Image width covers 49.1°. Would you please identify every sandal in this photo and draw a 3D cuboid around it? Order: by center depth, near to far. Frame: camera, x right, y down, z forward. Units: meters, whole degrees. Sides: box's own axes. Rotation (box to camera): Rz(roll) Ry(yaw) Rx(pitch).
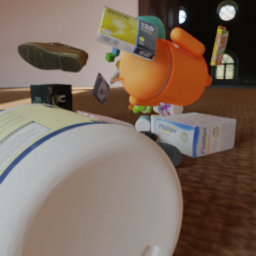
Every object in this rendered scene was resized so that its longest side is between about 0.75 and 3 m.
[{"bbox_3d":[-0.332,-2.002,9.968,0.273,0.451,1.109,39,70,21],"label":"sandal"}]

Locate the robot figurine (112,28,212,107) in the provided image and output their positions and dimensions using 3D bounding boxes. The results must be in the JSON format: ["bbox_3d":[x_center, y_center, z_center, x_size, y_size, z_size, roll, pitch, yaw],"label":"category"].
[{"bbox_3d":[1.000,-1.531,7.712,2.906,1.694,2.090,5,-8,-36],"label":"robot figurine"}]

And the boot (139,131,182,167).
[{"bbox_3d":[0.712,0.603,8.675,1.821,0.725,2.209,4,8,9],"label":"boot"}]

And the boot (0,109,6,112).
[{"bbox_3d":[-5.500,-0.274,12.581,2.202,0.815,1.804,4,14,8],"label":"boot"}]

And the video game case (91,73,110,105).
[{"bbox_3d":[-1.214,-1.731,12.661,0.133,0.999,1.399,12,-12,18],"label":"video game case"}]

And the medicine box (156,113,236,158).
[{"bbox_3d":[2.298,0.161,9.686,2.034,1.047,1.852,-9,15,-32],"label":"medicine box"}]

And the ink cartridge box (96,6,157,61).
[{"bbox_3d":[0.022,-2.273,6.428,1.332,1.347,0.317,15,-33,-14],"label":"ink cartridge box"}]

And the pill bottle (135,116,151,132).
[{"bbox_3d":[0.695,-0.155,12.204,0.653,0.653,1.179,2,12,9],"label":"pill bottle"}]

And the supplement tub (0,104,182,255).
[{"bbox_3d":[-1.011,0.817,3.740,2.151,2.151,2.966,-8,15,-35],"label":"supplement tub"}]

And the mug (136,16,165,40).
[{"bbox_3d":[0.522,-3.255,10.395,1.028,1.663,1.366,-16,32,-38],"label":"mug"}]

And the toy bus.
[{"bbox_3d":[0.429,-3.346,12.751,2.540,1.391,2.692,-4,41,-20],"label":"toy bus"}]

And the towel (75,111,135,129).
[{"bbox_3d":[-1.148,-0.297,12.907,1.957,0.400,2.675,10,5,-34],"label":"towel"}]

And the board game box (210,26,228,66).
[{"bbox_3d":[3.663,-3.248,11.185,0.225,1.500,0.716,18,20,37],"label":"board game box"}]

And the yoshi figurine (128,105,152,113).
[{"bbox_3d":[0.695,-1.405,17.655,1.075,1.079,1.920,-23,23,-23],"label":"yoshi figurine"}]

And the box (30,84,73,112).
[{"bbox_3d":[-3.502,-0.996,12.902,1.247,2.006,1.490,8,14,34],"label":"box"}]

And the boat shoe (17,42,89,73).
[{"bbox_3d":[-2.146,-2.096,8.124,2.040,0.734,0.693,17,46,8],"label":"boat shoe"}]

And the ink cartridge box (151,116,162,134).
[{"bbox_3d":[1.175,-0.031,11.256,0.456,0.794,1.093,0,12,1],"label":"ink cartridge box"}]

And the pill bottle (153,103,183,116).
[{"bbox_3d":[2.275,-1.144,16.330,0.933,0.933,1.662,-9,14,-37],"label":"pill bottle"}]
